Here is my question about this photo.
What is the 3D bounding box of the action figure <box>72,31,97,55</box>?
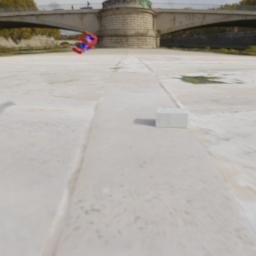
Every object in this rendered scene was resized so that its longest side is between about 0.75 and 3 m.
[{"bbox_3d":[-1.710,-3.455,11.329,0.610,0.772,2.359,32,19,-6],"label":"action figure"}]

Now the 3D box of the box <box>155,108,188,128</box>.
[{"bbox_3d":[1.815,-0.430,11.679,1.304,0.635,0.811,2,18,8],"label":"box"}]
